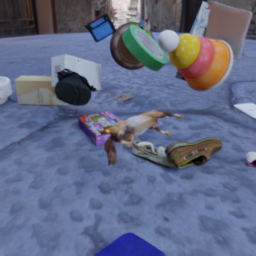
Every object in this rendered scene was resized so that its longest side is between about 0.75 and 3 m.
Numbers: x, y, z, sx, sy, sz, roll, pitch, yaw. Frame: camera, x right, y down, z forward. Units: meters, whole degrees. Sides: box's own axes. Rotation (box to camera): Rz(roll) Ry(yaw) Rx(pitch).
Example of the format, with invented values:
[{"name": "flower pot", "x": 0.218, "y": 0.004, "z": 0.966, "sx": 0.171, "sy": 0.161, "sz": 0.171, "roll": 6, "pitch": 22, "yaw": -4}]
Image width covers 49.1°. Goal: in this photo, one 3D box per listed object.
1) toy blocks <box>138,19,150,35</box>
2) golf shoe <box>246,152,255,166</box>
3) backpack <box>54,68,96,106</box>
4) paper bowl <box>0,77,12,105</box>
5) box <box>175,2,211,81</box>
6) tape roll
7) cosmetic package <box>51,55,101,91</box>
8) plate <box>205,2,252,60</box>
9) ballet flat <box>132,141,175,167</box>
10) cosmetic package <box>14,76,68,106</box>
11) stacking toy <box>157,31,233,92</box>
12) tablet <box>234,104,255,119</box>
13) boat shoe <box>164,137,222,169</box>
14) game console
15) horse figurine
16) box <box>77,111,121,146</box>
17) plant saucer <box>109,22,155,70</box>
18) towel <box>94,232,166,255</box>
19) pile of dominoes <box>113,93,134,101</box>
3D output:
[{"name": "toy blocks", "x": 0.703, "y": -4.835, "z": 13.655, "sx": 0.637, "sy": 0.871, "sz": 1.274, "roll": 23, "pitch": 74, "yaw": 15}, {"name": "golf shoe", "x": 4.431, "y": 1.101, "z": 9.056, "sx": 1.154, "sy": 0.435, "sz": 0.528, "roll": 3, "pitch": 34, "yaw": 22}, {"name": "backpack", "x": -1.781, "y": -1.268, "z": 8.851, "sx": 1.241, "sy": 0.941, "sz": 1.487, "roll": 23, "pitch": 17, "yaw": -21}, {"name": "paper bowl", "x": -7.171, "y": -1.824, "z": 14.468, "sx": 2.198, "sy": 1.143, "sz": 2.198, "roll": -1, "pitch": 26, "yaw": 0}, {"name": "box", "x": 2.577, "y": -3.271, "z": 11.071, "sx": 0.543, "sy": 1.864, "sz": 2.723, "roll": 18, "pitch": -13, "yaw": 3}, {"name": "tape roll", "x": 0.628, "y": -2.909, "z": 10.234, "sx": 1.880, "sy": 0.452, "sz": 1.880, "roll": 33, "pitch": 34, "yaw": -25}, {"name": "cosmetic package", "x": -1.946, "y": -2.042, "z": 10.790, "sx": 0.818, "sy": 1.138, "sz": 2.017, "roll": 0, "pitch": 3, "yaw": 34}, {"name": "plate", "x": 3.009, "y": -2.961, "z": 8.503, "sx": 0.228, "sy": 1.410, "sz": 1.407, "roll": -25, "pitch": 45, "yaw": -30}, {"name": "ballet flat", "x": 0.887, "y": 0.832, "z": 9.400, "sx": 1.747, "sy": 0.545, "sz": 0.589, "roll": 14, "pitch": 28, "yaw": 27}, {"name": "cosmetic package", "x": -4.369, "y": -1.933, "z": 14.529, "sx": 2.611, "sy": 1.373, "sz": 0.928, "roll": 0, "pitch": 24, "yaw": 4}, {"name": "stacking toy", "x": 1.760, "y": -2.149, "z": 8.103, "sx": 2.309, "sy": 1.687, "sz": 1.687, "roll": 18, "pitch": 10, "yaw": -39}, {"name": "tablet", "x": 6.112, "y": -0.837, "z": 13.597, "sx": 1.151, "sy": 0.121, "sz": 1.768, "roll": -6, "pitch": 25, "yaw": -12}, {"name": "boat shoe", "x": 2.275, "y": 0.885, "z": 9.165, "sx": 2.326, "sy": 0.837, "sz": 0.791, "roll": -8, "pitch": 51, "yaw": -28}, {"name": "game console", "x": -1.101, "y": -3.996, "z": 11.243, "sx": 1.018, "sy": 0.604, "sz": 0.877, "roll": -27, "pitch": 0, "yaw": 10}, {"name": "horse figurine", "x": 0.251, "y": 0.053, "z": 6.700, "sx": 2.214, "sy": 0.553, "sz": 1.467, "roll": -28, "pitch": 24, "yaw": -20}, {"name": "box", "x": -1.012, "y": -0.043, "z": 11.448, "sx": 1.496, "sy": 0.428, "sz": 2.187, "roll": -12, "pitch": 27, "yaw": -25}, {"name": "plant saucer", "x": 0.281, "y": -4.222, "z": 14.536, "sx": 2.453, "sy": 2.453, "sz": 0.449, "roll": -5, "pitch": 17, "yaw": -10}, {"name": "towel", "x": 0.285, "y": 2.817, "z": 5.223, "sx": 1.899, "sy": 0.470, "sz": 1.402, "roll": 20, "pitch": 25, "yaw": 38}, {"name": "pile of dominoes", "x": -0.235, "y": -1.644, "z": 15.454, "sx": 0.950, "sy": 0.151, "sz": 0.741, "roll": -27, "pitch": 35, "yaw": -31}]
